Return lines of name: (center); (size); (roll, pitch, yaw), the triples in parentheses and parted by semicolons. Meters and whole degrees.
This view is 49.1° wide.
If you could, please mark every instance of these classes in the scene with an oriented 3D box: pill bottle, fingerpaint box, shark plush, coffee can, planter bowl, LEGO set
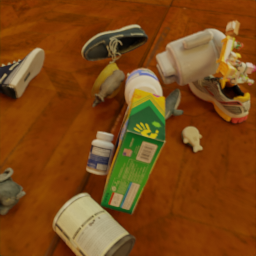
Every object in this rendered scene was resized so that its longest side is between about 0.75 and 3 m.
pill bottle: (-0.665, 0.618, 6.884); (0.548, 0.548, 0.988); (13, 90, 12)
fingerpaint box: (0.110, 0.534, 6.821); (0.856, 2.334, 1.947); (17, 34, -4)
shark plush: (1.058, -0.636, 9.638); (1.814, 0.755, 0.824); (-28, 57, -7)
pill bottle: (0.462, -1.126, 8.662); (1.123, 1.123, 2.004); (0, 21, 0)
coffee can: (-0.798, 2.472, 6.492); (1.598, 1.170, 1.170); (35, 56, 29)
planter bowl: (-0.644, -1.552, 10.199); (0.631, 1.515, 1.515); (36, 54, 8)
LEGO set: (3.160, -1.981, 8.000); (0.866, 1.071, 2.327); (16, 51, -8)

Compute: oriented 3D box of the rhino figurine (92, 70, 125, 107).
rhino figurine: (-0.658, -1.230, 8.810); (0.474, 0.693, 1.585); (42, 67, -10)

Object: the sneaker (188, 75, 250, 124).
sneaker: (3.320, -1.494, 10.224); (1.138, 1.201, 2.923); (-25, 51, -22)

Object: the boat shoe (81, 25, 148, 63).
boat shoe: (-0.507, -3.272, 11.236); (2.718, 1.018, 0.840); (-21, 49, -14)

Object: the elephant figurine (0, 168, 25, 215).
elephant figurine: (-3.392, 1.572, 7.631); (1.059, 0.965, 1.364); (18, 25, -22)

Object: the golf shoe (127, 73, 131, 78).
golf shoe: (0.442, -1.774, 10.208); (0.596, 1.261, 0.490); (16, 89, 33)

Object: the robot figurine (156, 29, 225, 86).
robot figurine: (2.271, -2.360, 9.399); (2.600, 2.205, 1.468); (-21, 71, 2)

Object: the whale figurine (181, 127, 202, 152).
whale figurine: (2.057, 0.395, 9.058); (0.680, 0.443, 0.854); (-18, 73, -20)

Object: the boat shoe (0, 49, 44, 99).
boat shoe: (-4.435, -2.363, 11.141); (1.257, 1.012, 2.710); (15, 49, 4)
